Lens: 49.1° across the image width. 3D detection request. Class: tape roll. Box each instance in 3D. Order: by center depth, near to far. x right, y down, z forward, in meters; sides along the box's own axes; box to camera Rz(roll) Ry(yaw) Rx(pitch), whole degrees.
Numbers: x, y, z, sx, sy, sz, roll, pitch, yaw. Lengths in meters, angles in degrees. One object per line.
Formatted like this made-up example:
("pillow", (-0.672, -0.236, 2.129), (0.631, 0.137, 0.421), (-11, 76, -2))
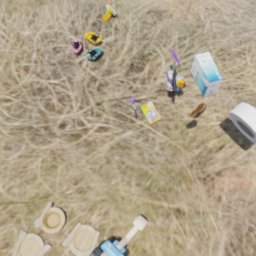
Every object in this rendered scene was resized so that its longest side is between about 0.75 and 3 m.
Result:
("tape roll", (4.290, -0.125, 9.782), (0.552, 1.578, 1.578), (-42, 70, 3))

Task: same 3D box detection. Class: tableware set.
("tableware set", (-2.511, 4.081, 9.734), (2.726, 0.316, 2.277), (29, 68, 12))

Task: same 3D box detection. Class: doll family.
("doll family", (1.920, -1.776, 11.295), (0.865, 0.390, 0.537), (-20, 76, 21))

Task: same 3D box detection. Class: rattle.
("rattle", (-1.040, -6.013, 14.540), (0.670, 0.735, 1.029), (4, 43, -33))

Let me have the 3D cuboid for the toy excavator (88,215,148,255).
("toy excavator", (-0.385, 4.076, 9.370), (1.085, 2.173, 2.113), (38, 115, 15))

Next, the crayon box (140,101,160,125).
("crayon box", (0.918, -0.633, 11.693), (0.515, 0.253, 0.867), (-30, 104, -3))

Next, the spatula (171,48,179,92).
("spatula", (1.869, -2.314, 11.193), (0.211, 0.581, 2.055), (-12, 59, 33))

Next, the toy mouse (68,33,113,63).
("toy mouse", (-2.004, -3.712, 13.312), (2.170, 0.420, 1.928), (15, 66, 7))

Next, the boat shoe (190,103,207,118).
("boat shoe", (2.479, -0.586, 9.645), (0.289, 0.821, 0.289), (16, 61, -16))

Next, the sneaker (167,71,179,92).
("sneaker", (1.874, -2.021, 12.389), (0.345, 0.493, 0.992), (-17, 87, -31))

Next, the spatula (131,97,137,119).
("spatula", (0.262, -0.849, 11.968), (0.100, 0.275, 0.974), (-16, 86, 32))

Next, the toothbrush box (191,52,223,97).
("toothbrush box", (3.407, -2.332, 12.284), (0.653, 1.121, 1.531), (-14, 66, -6))
